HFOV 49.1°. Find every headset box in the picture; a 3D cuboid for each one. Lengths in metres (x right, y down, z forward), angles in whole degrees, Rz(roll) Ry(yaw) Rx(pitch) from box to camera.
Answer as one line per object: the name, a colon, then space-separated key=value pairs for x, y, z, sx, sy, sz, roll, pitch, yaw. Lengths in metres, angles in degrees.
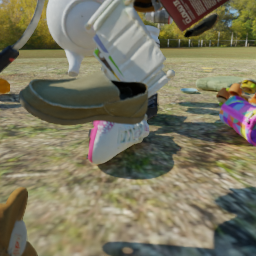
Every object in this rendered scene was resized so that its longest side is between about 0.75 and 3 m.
headset box: x=0.000 y=-0.714 z=8.795 sx=1.888 sy=0.729 sz=1.405 roll=6 pitch=18 yaw=24
headset box: x=1.248 y=-2.714 z=4.535 sx=2.130 sy=0.822 sz=1.585 roll=-31 pitch=44 yaw=25

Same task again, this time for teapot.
teapot: x=-1.100 y=-2.896 z=7.493 sx=2.176 sy=2.204 sz=1.610 roll=-26 pitch=34 yaw=-2

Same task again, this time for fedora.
fedora: x=0.363 y=-3.701 z=7.154 sx=1.698 sy=0.692 sz=1.698 roll=15 pitch=-13 yaw=3

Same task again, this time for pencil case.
pencil case: x=2.919 y=-0.200 z=6.798 sx=0.927 sy=0.927 sz=2.099 roll=0 pitch=14 yaw=0

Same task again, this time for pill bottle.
pill bottle: x=0.945 y=-3.374 z=8.391 sx=0.770 sy=0.446 sz=0.446 roll=10 pitch=18 yaw=11
pill bottle: x=0.691 y=-3.010 z=10.789 sx=0.933 sy=1.610 sz=0.933 roll=10 pitch=5 yaw=-1

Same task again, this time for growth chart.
growth chart: x=-0.046 y=-1.172 z=4.326 sx=1.219 sy=1.685 sz=0.149 roll=-26 pitch=4 yaw=38

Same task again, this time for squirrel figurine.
squirrel figurine: x=-1.576 y=1.160 z=2.578 sx=1.077 sy=0.816 sz=1.153 roll=-5 pitch=13 yaw=6

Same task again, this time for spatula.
spatula: x=-1.244 y=-1.139 z=3.291 sx=2.828 sy=0.291 sz=0.799 roll=-45 pitch=7 yaw=5

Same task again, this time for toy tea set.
toy tea set: x=3.874 y=-0.939 z=9.650 sx=1.273 sy=0.792 sz=2.141 roll=31 pitch=-7 yaw=-10

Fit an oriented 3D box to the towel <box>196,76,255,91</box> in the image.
towel: x=5.056 y=-2.192 z=14.042 sx=2.922 sy=0.533 sz=2.168 roll=-11 pitch=21 yaw=-36

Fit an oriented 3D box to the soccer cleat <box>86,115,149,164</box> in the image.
soccer cleat: x=-0.106 y=0.040 z=6.039 sx=1.111 sy=0.899 sz=2.574 roll=11 pitch=20 yaw=5

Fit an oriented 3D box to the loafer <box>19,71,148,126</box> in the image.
loafer: x=-0.473 y=-0.441 z=3.654 sx=1.793 sy=0.605 sz=0.682 roll=-1 pitch=40 yaw=-36

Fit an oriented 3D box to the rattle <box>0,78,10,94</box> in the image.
rattle: x=-5.585 y=-1.267 z=11.147 sx=1.949 sy=2.139 sz=2.994 roll=-37 pitch=48 yaw=-15

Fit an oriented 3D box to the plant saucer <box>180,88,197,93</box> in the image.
plant saucer: x=2.846 y=-1.733 z=13.170 sx=0.769 sy=0.148 sz=0.769 roll=-1 pitch=17 yaw=0

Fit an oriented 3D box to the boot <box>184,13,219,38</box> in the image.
boot: x=2.260 y=-3.113 z=8.633 sx=0.692 sy=0.387 sz=1.000 roll=-30 pitch=-5 yaw=-42
